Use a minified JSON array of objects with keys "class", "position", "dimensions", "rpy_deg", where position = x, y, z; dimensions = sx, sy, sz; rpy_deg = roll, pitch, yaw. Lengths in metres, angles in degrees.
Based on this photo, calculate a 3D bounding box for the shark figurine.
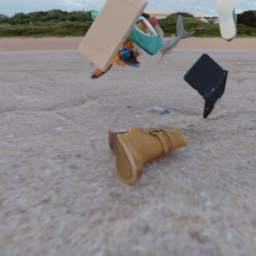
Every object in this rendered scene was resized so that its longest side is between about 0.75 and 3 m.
[{"class":"shark figurine","position":[1.666,-3.894,12.648],"dimensions":[1.744,1.218,2.918],"rpy_deg":[-46,7,0]}]

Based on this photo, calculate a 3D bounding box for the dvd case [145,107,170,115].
[{"class":"dvd case","position":[1.299,-0.745,12.261],"dimensions":[0.661,0.071,0.889],"rpy_deg":[-18,26,-40]}]

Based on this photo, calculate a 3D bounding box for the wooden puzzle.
[{"class":"wooden puzzle","position":[-0.548,-3.156,9.020],"dimensions":[0.474,2.353,2.544],"rpy_deg":[26,15,-38]}]

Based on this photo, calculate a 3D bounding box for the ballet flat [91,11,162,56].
[{"class":"ballet flat","position":[0.068,-3.943,10.795],"dimensions":[2.947,1.037,0.992],"rpy_deg":[29,26,-12]}]

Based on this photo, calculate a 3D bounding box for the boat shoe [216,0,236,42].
[{"class":"boat shoe","position":[3.773,-4.265,10.729],"dimensions":[0.687,1.923,0.575],"rpy_deg":[-5,-5,23]}]

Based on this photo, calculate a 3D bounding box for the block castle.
[{"class":"block castle","position":[0.175,-4.078,13.037],"dimensions":[2.650,1.243,1.771],"rpy_deg":[-40,22,-2]}]

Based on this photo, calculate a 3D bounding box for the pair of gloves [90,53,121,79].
[{"class":"pair of gloves","position":[-0.911,-2.672,11.072],"dimensions":[1.487,0.206,1.670],"rpy_deg":[-32,40,22]}]

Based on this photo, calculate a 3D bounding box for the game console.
[{"class":"game console","position":[2.193,-1.193,7.975],"dimensions":[0.820,1.240,1.410],"rpy_deg":[24,54,27]}]

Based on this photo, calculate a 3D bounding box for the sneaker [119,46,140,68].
[{"class":"sneaker","position":[0.031,-2.716,10.705],"dimensions":[0.502,0.562,1.371],"rpy_deg":[6,26,-39]}]

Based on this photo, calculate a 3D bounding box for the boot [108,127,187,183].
[{"class":"boot","position":[0.636,0.522,7.448],"dimensions":[2.039,0.971,2.635],"rpy_deg":[-2,21,-11]}]
